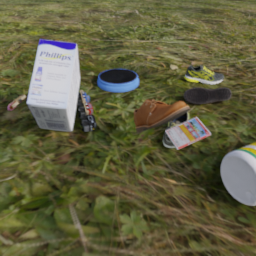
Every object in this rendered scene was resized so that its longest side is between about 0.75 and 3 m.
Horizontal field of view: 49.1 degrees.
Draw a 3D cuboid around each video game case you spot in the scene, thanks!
[{"bbox_3d":[2.124,0.185,10.049,1.320,0.115,0.944,-23,46,-6],"label":"video game case"}]

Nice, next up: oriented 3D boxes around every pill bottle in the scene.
[{"bbox_3d":[4.333,1.082,8.355,2.825,1.593,1.593,-16,37,-23],"label":"pill bottle"}]

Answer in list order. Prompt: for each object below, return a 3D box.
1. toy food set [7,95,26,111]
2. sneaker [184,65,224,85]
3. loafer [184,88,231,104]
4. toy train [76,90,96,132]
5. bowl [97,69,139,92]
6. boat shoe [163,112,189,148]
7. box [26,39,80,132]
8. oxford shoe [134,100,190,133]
[{"bbox_3d":[-3.689,-0.810,9.282,0.718,0.178,1.129,-42,22,-13],"label":"toy food set"},{"bbox_3d":[4.083,-2.861,14.936,2.059,0.871,0.767,3,35,5],"label":"sneaker"},{"bbox_3d":[3.671,-1.444,13.115,2.129,0.777,0.756,1,-3,5],"label":"loafer"},{"bbox_3d":[-1.853,-0.803,12.095,0.685,0.510,2.992,-4,37,-17],"label":"toy train"},{"bbox_3d":[-0.538,-2.577,14.906,2.233,0.438,2.233,0,33,0],"label":"bowl"},{"bbox_3d":[1.870,-0.009,10.850,0.764,0.639,2.137,14,36,19],"label":"boat shoe"},{"bbox_3d":[-2.642,-1.475,10.396,1.345,2.358,2.564,7,70,-5],"label":"box"},{"bbox_3d":[0.891,-0.515,9.133,0.988,0.987,2.769,-19,1,-30],"label":"oxford shoe"}]
